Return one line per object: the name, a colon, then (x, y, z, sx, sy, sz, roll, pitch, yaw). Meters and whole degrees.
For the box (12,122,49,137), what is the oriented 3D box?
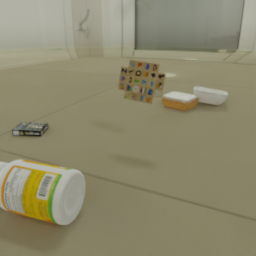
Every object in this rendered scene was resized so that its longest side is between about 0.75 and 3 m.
box: (-4.313, 0.043, 12.413, 1.270, 0.312, 1.024, 1, 23, 4)

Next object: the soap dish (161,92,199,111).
soap dish: (2.909, -1.505, 15.786, 1.690, 0.686, 1.330, 18, 28, 37)

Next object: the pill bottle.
pill bottle: (-2.465, 1.557, 7.203, 2.426, 1.347, 1.347, 7, 23, 18)

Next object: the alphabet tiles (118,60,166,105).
alphabet tiles: (0.474, -1.697, 10.351, 1.770, 1.473, 0.056, 14, 13, 21)

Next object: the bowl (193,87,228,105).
bowl: (4.741, -1.858, 16.330, 1.927, 0.719, 1.924, 11, 17, 13)
